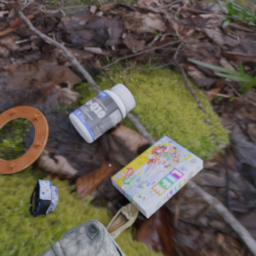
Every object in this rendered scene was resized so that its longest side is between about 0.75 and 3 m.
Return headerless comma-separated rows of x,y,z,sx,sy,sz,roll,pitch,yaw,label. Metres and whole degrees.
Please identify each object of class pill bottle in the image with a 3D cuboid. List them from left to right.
-0.872,-0.555,9.876,2.135,1.214,1.214,-38,61,-15,pill bottle

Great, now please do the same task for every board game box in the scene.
0.910,1.419,8.765,2.406,0.412,1.618,-36,49,-22,board game box

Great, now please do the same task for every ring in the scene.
-3.913,0.333,9.536,2.493,0.239,2.493,-6,65,13,ring

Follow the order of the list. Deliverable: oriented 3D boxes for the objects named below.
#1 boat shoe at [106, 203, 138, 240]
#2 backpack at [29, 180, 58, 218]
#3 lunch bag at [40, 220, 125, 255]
-0.166,2.671,8.090,0.502,0.430,1.370,34,57,19,boat shoe
-2.488,2.028,8.325,0.749,0.972,0.926,5,46,-33,backpack
-0.880,3.354,6.509,1.777,2.119,1.476,-38,36,-18,lunch bag
